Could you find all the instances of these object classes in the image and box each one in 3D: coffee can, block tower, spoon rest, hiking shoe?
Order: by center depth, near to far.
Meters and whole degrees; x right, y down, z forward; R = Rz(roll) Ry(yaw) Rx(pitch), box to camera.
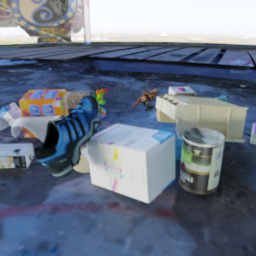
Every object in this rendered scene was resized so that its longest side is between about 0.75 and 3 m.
[{"bbox_3d":[-1.535,-0.010,7.486,0.963,1.122,2.588,-8,49,36],"label":"hiking shoe"},{"bbox_3d":[2.078,0.925,8.007,1.137,1.554,1.137,0,23,0],"label":"coffee can"},{"bbox_3d":[-3.249,0.070,10.725,2.878,0.872,1.430,4,55,17],"label":"spoon rest"},{"bbox_3d":[-3.326,-1.471,14.796,2.777,0.803,0.750,-1,23,-5],"label":"block tower"}]

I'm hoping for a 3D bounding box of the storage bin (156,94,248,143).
[{"bbox_3d":[2.453,-0.424,10.016,2.484,1.173,2.502,3,14,-10],"label":"storage bin"}]

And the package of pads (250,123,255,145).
[{"bbox_3d":[5.428,0.273,10.982,1.082,0.478,1.401,10,25,22],"label":"package of pads"}]

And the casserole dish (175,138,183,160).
[{"bbox_3d":[1.338,0.694,9.371,2.720,0.528,1.648,-3,6,7],"label":"casserole dish"}]

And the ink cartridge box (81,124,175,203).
[{"bbox_3d":[-0.023,0.875,8.065,2.339,1.465,1.503,10,24,36],"label":"ink cartridge box"}]

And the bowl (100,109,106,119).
[{"bbox_3d":[-1.748,-0.691,13.581,1.352,0.265,1.352,0,23,0],"label":"bowl"}]

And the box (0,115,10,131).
[{"bbox_3d":[-6.210,-0.353,12.390,1.830,0.550,1.067,7,24,17],"label":"box"}]

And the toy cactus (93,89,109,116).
[{"bbox_3d":[-1.213,-0.841,9.777,1.056,0.655,1.280,-4,56,30],"label":"toy cactus"}]

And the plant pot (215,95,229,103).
[{"bbox_3d":[3.500,-0.607,12.096,1.409,1.439,1.439,-7,23,1],"label":"plant pot"}]

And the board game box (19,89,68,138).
[{"bbox_3d":[-3.418,-0.635,11.706,1.585,1.586,1.585,-1,23,-3],"label":"board game box"}]

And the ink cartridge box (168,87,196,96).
[{"bbox_3d":[3.112,-1.964,16.262,1.216,0.554,1.476,-1,24,-6],"label":"ink cartridge box"}]

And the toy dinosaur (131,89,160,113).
[{"bbox_3d":[0.849,-1.242,13.010,1.417,0.962,0.724,-25,11,22],"label":"toy dinosaur"}]

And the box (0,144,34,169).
[{"bbox_3d":[-4.098,0.943,9.361,1.621,0.488,0.946,-1,23,-4],"label":"box"}]

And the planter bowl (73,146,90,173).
[{"bbox_3d":[-1.353,0.970,9.143,0.911,0.613,0.911,-1,23,0],"label":"planter bowl"}]

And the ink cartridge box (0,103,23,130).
[{"bbox_3d":[-4.877,-0.414,12.191,0.421,1.252,0.727,-36,7,27],"label":"ink cartridge box"}]
